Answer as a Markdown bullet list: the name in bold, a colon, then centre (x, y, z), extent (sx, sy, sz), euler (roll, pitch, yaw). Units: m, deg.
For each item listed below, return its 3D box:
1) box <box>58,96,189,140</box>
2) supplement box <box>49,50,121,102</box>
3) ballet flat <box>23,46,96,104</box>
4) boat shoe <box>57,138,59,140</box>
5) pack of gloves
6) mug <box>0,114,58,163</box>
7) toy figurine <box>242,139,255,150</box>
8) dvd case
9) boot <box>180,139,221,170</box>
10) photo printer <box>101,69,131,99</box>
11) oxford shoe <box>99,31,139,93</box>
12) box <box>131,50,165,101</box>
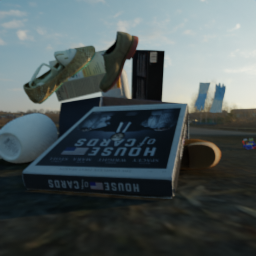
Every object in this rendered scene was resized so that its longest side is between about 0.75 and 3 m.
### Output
- **box**: centre (-0.105, 0.057, 7.378), extent (2.824, 1.473, 2.089), euler (1, 0, -39)
- **supplement box**: centre (-1.775, -2.180, 11.406), extent (2.599, 1.638, 0.956), euler (-15, -42, -9)
- **ballet flat**: centre (-2.190, -1.820, 8.719), extent (0.866, 2.652, 0.935), euler (47, 1, -41)
- **boat shoe**: centre (-2.092, 0.425, 9.535), extent (2.304, 0.764, 0.861), euler (0, 0, -15)
- **pack of gloves**: centre (2.564, -1.010, 8.816), extent (0.884, 1.052, 0.208), euler (7, -18, 29)
- **mug**: centre (-2.503, 0.354, 6.420), extent (1.420, 1.049, 1.245), euler (-28, 5, 15)
- **toy figurine**: centre (4.721, 0.720, 10.669), extent (0.839, 0.443, 0.503), euler (-4, 26, 45)
- **dvd case**: centre (-0.095, 0.164, 4.238), extent (1.855, 0.305, 2.468), euler (-1, 22, 16)
- **boot**: centre (0.760, 0.498, 5.244), extent (1.840, 0.678, 1.423), euler (6, -1, 18)
- **photo printer**: centre (-0.692, -1.992, 14.046), extent (1.680, 2.019, 0.701), euler (2, 16, 45)
- **oxford shoe**: centre (-0.553, -2.236, 9.508), extent (0.865, 2.312, 0.814), euler (18, 33, -25)
- **box**: centre (0.846, -2.349, 12.715), extent (0.911, 2.309, 1.630), euler (-7, 19, -26)
